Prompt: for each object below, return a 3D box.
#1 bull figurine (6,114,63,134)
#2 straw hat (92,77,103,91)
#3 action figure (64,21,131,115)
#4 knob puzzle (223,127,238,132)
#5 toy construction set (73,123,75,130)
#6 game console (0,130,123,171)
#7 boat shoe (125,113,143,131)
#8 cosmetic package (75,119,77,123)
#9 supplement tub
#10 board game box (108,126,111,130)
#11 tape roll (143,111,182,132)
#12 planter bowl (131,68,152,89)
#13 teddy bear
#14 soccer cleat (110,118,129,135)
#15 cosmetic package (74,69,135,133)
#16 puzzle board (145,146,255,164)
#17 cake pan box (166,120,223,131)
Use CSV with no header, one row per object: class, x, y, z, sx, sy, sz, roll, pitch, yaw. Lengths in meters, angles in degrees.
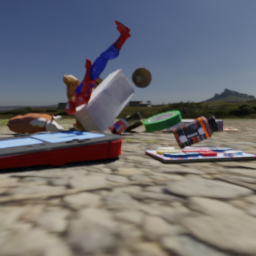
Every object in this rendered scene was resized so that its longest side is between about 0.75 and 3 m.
bull figurine,-3.537,-0.145,11.106,2.456,0.800,1.491,3,1,16
straw hat,-1.181,-1.442,9.641,0.777,0.777,0.329,-2,-28,-42
action figure,-0.918,-1.553,7.660,0.717,2.774,0.907,30,4,-6
knob puzzle,4.551,0.047,13.292,1.294,0.179,1.294,0,3,0
toy construction set,-2.064,-0.131,12.986,0.802,0.563,1.223,-32,14,-36
game console,-1.645,0.314,5.289,2.404,0.422,2.718,-1,3,-31
boat shoe,0.117,-0.258,12.733,0.675,0.598,1.845,4,-12,-30
cosmetic package,-2.235,-0.444,15.637,1.333,0.958,2.362,-1,4,-12
supplement tub,1.466,0.077,6.054,0.920,0.492,0.492,-25,-3,13
board game box,-0.290,-0.174,13.876,0.767,0.145,1.490,-3,-12,-38
tape roll,1.531,-0.296,12.541,1.689,0.406,1.689,-17,10,3
planter bowl,0.531,-2.164,12.305,0.891,0.891,0.600,-1,4,-12
teddy bear,-1.742,-0.751,9.598,0.752,2.252,1.633,-22,19,-10
soccer cleat,-0.423,0.067,9.636,0.518,0.483,1.416,-47,6,-22
cosmetic package,-0.685,-0.846,8.924,0.608,0.991,2.402,-14,28,38
puzzle board,1.254,0.458,5.134,1.650,0.144,1.244,0,3,-12
cake pan box,3.063,-0.101,12.962,1.866,0.530,2.026,-4,4,-25
